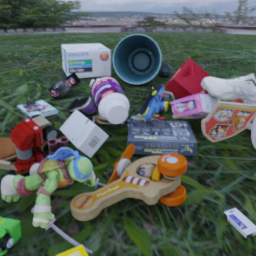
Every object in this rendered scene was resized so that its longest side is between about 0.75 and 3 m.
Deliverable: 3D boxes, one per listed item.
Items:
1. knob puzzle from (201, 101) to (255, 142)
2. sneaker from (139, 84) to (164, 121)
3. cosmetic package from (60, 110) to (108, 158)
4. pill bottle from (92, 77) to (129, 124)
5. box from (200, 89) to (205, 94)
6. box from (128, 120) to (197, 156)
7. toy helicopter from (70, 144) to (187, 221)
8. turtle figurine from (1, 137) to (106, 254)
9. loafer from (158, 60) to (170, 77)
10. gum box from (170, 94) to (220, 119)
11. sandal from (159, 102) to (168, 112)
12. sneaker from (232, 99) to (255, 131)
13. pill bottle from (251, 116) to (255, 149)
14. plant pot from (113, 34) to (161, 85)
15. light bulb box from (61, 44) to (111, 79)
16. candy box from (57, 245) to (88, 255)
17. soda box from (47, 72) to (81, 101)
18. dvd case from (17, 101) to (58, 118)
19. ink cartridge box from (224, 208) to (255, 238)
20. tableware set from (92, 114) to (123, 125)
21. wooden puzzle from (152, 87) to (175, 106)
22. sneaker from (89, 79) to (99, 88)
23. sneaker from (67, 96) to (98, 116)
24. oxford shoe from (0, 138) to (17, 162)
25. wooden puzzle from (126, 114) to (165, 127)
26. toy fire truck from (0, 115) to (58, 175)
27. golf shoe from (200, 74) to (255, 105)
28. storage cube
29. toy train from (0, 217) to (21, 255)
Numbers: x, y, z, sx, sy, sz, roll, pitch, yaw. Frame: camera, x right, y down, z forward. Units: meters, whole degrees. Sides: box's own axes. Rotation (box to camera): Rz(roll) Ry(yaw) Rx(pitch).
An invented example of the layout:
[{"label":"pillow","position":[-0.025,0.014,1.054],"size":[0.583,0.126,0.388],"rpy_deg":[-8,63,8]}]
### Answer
[{"label":"knob puzzle","position":[3.124,-0.068,8.878],"size":[1.915,1.915,0.266],"rpy_deg":[-4,49,-9]},{"label":"sneaker","position":[0.968,-0.920,10.214],"size":[0.559,1.425,0.470],"rpy_deg":[33,-6,-29]},{"label":"cosmetic package","position":[-1.496,0.155,9.265],"size":[0.949,0.683,1.682],"rpy_deg":[-52,39,-6]},{"label":"pill bottle","position":[-0.679,-1.066,11.043],"size":[1.195,1.195,2.125],"rpy_deg":[-7,36,-15]},{"label":"box","position":[3.861,-2.499,15.442],"size":[0.791,0.858,1.672],"rpy_deg":[6,25,13]},{"label":"box","position":[1.114,0.306,9.753],"size":[2.239,0.571,1.765],"rpy_deg":[1,24,1]},{"label":"toy helicopter","position":[-0.085,1.355,6.958],"size":[2.960,1.167,1.957],"rpy_deg":[-20,31,-27]},{"label":"turtle figurine","position":[-1.600,1.602,6.553],"size":[2.552,2.632,1.894],"rpy_deg":[-8,43,38]},{"label":"loafer","position":[2.301,-3.933,18.536],"size":[0.779,0.805,2.294],"rpy_deg":[-2,25,-4]},{"label":"gum box","position":[2.631,-0.783,10.737],"size":[1.190,0.693,2.096],"rpy_deg":[-14,-7,37]},{"label":"sandal","position":[1.495,-0.949,12.330],"size":[0.476,0.434,1.092],"rpy_deg":[11,-2,3]},{"label":"sneaker","position":[4.546,-0.815,11.364],"size":[1.103,1.216,2.865],"rpy_deg":[-17,29,-38]},{"label":"pill bottle","position":[5.417,0.179,9.166],"size":[2.326,1.306,1.306],"rpy_deg":[3,25,7]},{"label":"plant pot","position":[0.671,-4.035,16.915],"size":[2.759,2.759,2.592],"rpy_deg":[4,10,8]},{"label":"light bulb box","position":[-2.823,-4.481,18.557],"size":[2.803,1.765,2.828],"rpy_deg":[-8,27,-17]},{"label":"candy box","position":[-1.718,2.915,4.470],"size":[2.628,0.347,1.343],"rpy_deg":[-14,26,-27]},{"label":"soda box","position":[-3.273,-2.185,14.497],"size":[0.614,0.686,1.938],"rpy_deg":[-25,17,35]},{"label":"dvd case","position":[-4.104,-0.828,12.648],"size":[1.265,0.191,1.734],"rpy_deg":[-18,31,-34]},{"label":"ink cartridge box","position":[2.552,2.145,6.361],"size":[0.363,0.142,0.766],"rpy_deg":[-10,29,-20]},{"label":"tableware set","position":[-0.847,-0.728,12.157],"size":[1.366,0.414,2.066],"rpy_deg":[0,25,0]},{"label":"wooden puzzle","position":[1.592,-1.334,12.483],"size":[1.083,1.003,0.251],"rpy_deg":[24,76,30]},{"label":"sneaker","position":[-1.492,-2.269,15.446],"size":[0.881,0.576,1.575],"rpy_deg":[28,16,5]},{"label":"sneaker","position":[-1.959,-0.787,12.177],"size":[1.917,0.839,0.726],"rpy_deg":[2,56,55]},{"label":"oxford shoe","position":[-4.503,0.556,8.718],"size":[2.970,1.058,1.059],"rpy_deg":[-8,25,-20]},{"label":"wooden puzzle","position":[0.668,-0.321,11.606],"size":[1.029,0.122,1.735],"rpy_deg":[23,34,38]},{"label":"toy fire truck","position":[-3.024,0.606,7.828],"size":[1.843,1.623,1.186],"rpy_deg":[-29,50,-37]},{"label":"golf shoe","position":[4.030,-1.549,10.187],"size":[2.597,1.263,1.017],"rpy_deg":[19,43,6]},{"label":"storage cube","position":[2.735,-2.087,12.894],"size":[1.322,1.390,1.546],"rpy_deg":[-51,3,-12]},{"label":"toy train","position":[-3.625,2.104,5.993],"size":[2.815,0.587,0.794],"rpy_deg":[6,16,12]}]
